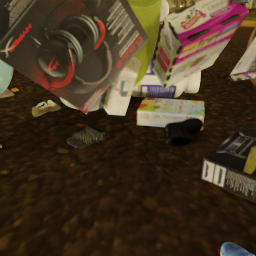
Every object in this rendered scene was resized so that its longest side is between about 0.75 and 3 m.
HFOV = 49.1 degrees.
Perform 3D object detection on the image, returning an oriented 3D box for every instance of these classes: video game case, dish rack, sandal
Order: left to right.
[{"bbox_3d":[-1.233,0.266,8.028,0.744,0.265,0.970,21,32,39],"label":"dish rack"},{"bbox_3d":[1.865,2.008,3.973,0.485,0.531,1.221,-19,29,-31],"label":"sandal"},{"bbox_3d":[2.570,-1.387,5.132,1.140,0.204,1.033,-53,21,-13],"label":"video game case"}]

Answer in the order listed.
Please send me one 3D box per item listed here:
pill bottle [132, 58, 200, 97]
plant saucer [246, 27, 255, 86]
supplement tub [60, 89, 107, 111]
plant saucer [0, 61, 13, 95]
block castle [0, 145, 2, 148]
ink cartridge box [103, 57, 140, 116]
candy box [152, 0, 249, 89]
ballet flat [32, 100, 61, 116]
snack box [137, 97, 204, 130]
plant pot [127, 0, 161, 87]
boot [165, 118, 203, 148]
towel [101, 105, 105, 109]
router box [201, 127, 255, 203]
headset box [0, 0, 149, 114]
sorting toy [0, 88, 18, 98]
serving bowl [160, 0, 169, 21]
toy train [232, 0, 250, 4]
[{"bbox_3d":[1.498,-2.036,11.452,2.622,1.570,1.570,2,25,0],"label":"pill bottle"},{"bbox_3d":[3.975,-2.136,6.324,0.544,2.975,2.975,26,7,-37],"label":"plant saucer"},{"bbox_3d":[-0.952,-1.437,6.713,1.131,1.845,1.131,13,26,-7],"label":"supplement tub"},{"bbox_3d":[-2.747,-1.289,5.224,1.557,1.557,0.213,7,15,16],"label":"plant saucer"},{"bbox_3d":[-3.823,0.251,7.650,0.434,0.618,0.924,-25,34,-32],"label":"block castle"},{"bbox_3d":[-0.233,-1.134,7.049,0.482,1.432,0.839,5,26,-27],"label":"ink cartridge box"},{"bbox_3d":[1.846,-2.383,8.040,1.966,0.879,2.883,-27,-12,-8],"label":"candy box"},{"bbox_3d":[-2.923,-0.758,10.042,1.145,0.414,0.388,-22,33,-40],"label":"ballet flat"},{"bbox_3d":[1.438,-0.516,9.346,2.083,0.552,1.481,6,26,12],"label":"snack box"},{"bbox_3d":[-0.247,-2.820,7.726,2.730,2.730,2.917,-9,-15,-19],"label":"plant pot"},{"bbox_3d":[1.651,0.135,8.081,1.225,0.453,1.004,-7,23,2],"label":"boot"},{"bbox_3d":[-1.291,-1.236,10.935,2.225,0.540,1.242,19,32,34],"label":"towel"},{"bbox_3d":[3.029,0.805,6.456,1.775,0.590,2.258,20,32,37],"label":"router box"},{"bbox_3d":[-0.872,-1.510,4.655,0.968,1.918,2.580,42,2,27],"label":"headset box"},{"bbox_3d":[-5.234,-1.406,11.738,1.308,0.178,0.737,-19,35,-35],"label":"sorting toy"},{"bbox_3d":[1.115,-4.488,10.549,0.898,0.898,0.295,-1,8,-3],"label":"serving bowl"},{"bbox_3d":[2.547,-3.410,6.264,0.510,1.177,0.672,17,68,39],"label":"toy train"}]
